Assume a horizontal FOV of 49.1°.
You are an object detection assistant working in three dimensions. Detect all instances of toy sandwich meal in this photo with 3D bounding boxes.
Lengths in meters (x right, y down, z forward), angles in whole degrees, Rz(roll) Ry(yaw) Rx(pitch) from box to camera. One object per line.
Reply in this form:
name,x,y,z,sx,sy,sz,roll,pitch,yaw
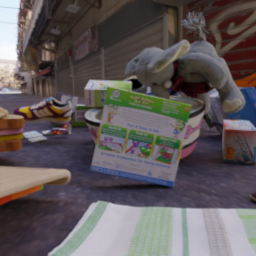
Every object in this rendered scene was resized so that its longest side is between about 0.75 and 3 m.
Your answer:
toy sandwich meal,-3.571,0.180,5.443,2.915,0.998,2.915,-8,12,2

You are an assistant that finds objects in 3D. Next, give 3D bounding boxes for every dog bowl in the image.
dog bowl,0.401,-0.004,6.587,2.762,1.019,2.762,-6,15,2

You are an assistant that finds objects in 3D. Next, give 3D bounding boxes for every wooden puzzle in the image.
wooden puzzle,-1.984,0.633,3.147,2.042,0.411,2.207,2,-7,10

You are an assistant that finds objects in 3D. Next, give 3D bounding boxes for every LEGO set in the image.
LEGO set,-2.615,0.088,9.276,1.557,0.382,1.163,-11,16,-34

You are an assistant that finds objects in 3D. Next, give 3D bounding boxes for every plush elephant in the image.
plush elephant,1.046,-1.155,6.266,1.931,2.494,2.054,-20,11,-10

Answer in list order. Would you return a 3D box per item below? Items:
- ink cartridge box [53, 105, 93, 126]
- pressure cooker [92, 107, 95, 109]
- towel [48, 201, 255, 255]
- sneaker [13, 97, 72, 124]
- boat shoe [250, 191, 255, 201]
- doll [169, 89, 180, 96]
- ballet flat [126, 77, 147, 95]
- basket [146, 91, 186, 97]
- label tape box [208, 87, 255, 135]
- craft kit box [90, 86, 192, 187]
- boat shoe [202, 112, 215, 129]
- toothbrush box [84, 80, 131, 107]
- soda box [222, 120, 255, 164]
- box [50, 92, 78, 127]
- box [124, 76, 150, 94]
ink cartridge box,-2.317,-0.624,12.854,1.738,0.891,2.351,0,5,0
pressure cooker,-0.507,-0.267,8.399,1.182,1.040,1.056,-26,-29,15
towel,0.482,1.008,2.613,2.073,0.318,1.547,-2,6,9
sneaker,-2.496,-0.580,8.222,1.653,0.745,0.620,1,37,-17
boat shoe,2.127,0.924,3.899,0.787,0.283,0.284,3,9,22
doll,1.503,-1.531,9.668,1.623,1.108,0.393,-49,13,-17
ballet flat,0.175,-1.467,10.361,0.968,0.827,2.913,-8,24,11
basket,1.369,-0.587,9.854,2.025,1.597,2.296,-3,1,-1
label tape box,3.279,-0.443,8.686,0.679,1.546,2.144,-29,11,-4
craft kit box,0.192,0.146,4.564,1.396,1.379,0.339,13,5,-5
boat shoe,2.919,-0.520,10.605,0.406,1.252,0.458,-27,-35,0
toothbrush box,-0.493,-0.885,7.251,1.146,0.493,0.834,1,25,2
soda box,2.695,0.264,6.902,0.697,0.750,2.192,3,8,18
box,-2.560,-0.697,11.197,0.853,1.291,0.741,14,3,-13
box,0.589,-1.458,12.644,1.715,1.706,1.121,-27,-7,-11
